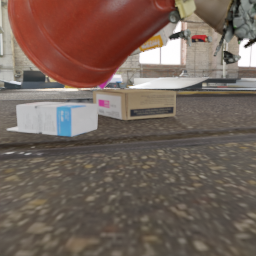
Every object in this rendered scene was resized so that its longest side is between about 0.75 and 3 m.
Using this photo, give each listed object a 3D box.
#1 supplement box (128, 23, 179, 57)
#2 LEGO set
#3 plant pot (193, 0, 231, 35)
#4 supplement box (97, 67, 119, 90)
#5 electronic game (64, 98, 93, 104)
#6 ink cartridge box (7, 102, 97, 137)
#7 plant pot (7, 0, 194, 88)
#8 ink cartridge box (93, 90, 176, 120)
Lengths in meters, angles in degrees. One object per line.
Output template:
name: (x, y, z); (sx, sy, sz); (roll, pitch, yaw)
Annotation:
supplement box: (0.726, -3.737, 10.268); (1.788, 1.043, 2.837); (-9, 32, 27)
LEGO set: (1.841, -1.940, 4.613); (0.828, 1.896, 2.920); (12, 37, 46)
plant pot: (2.710, -3.835, 8.668); (1.292, 1.489, 1.489); (24, 11, 1)
supplement box: (-1.084, -2.420, 11.867); (0.979, 0.959, 1.895); (35, 19, -5)
electronic game: (-2.176, -1.269, 14.522); (2.331, 0.485, 2.331); (-3, 7, 0)
ink cartridge box: (-2.263, -0.323, 8.258); (2.364, 0.788, 1.369); (4, 11, 23)
plant pot: (-0.396, -2.430, 5.129); (2.710, 2.710, 2.635); (-9, -6, -42)
ink cartridge box: (0.175, -1.028, 11.482); (2.324, 1.059, 2.821); (-7, 12, -30)
